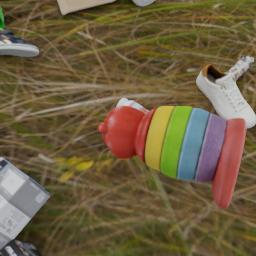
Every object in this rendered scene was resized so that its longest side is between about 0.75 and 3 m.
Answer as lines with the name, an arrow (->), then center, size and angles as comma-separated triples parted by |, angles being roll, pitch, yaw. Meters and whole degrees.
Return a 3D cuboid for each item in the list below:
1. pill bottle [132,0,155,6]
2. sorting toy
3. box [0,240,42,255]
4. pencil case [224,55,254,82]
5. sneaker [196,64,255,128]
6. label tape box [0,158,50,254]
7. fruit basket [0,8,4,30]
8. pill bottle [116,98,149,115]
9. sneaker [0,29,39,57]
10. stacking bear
pill bottle -> 0.109, -5.699, 10.171 | 1.358, 1.358, 2.419 | -31, 67, -14
sorting toy -> -1.804, -5.566, 10.613 | 2.116, 0.421, 2.862 | -19, 69, -4
box -> -2.059, 2.973, 6.027 | 1.121, 1.399, 0.310 | 41, 72, 18
pencil case -> 3.473, -1.832, 8.811 | 1.082, 0.484, 0.421 | -40, 74, -16
sneaker -> 2.887, -0.952, 8.149 | 0.812, 0.944, 2.230 | -35, 71, -17
label tape box -> -3.218, 2.041, 6.328 | 1.809, 0.794, 2.508 | 13, 58, 47
fruit basket -> -5.112, -3.631, 9.327 | 1.806, 1.302, 1.806 | -1, 46, 1
pill bottle -> 0.186, -0.409, 8.079 | 1.051, 0.590, 0.590 | 35, 69, 16
sneaker -> -3.839, -2.771, 9.038 | 1.933, 0.758, 0.767 | 4, 84, 3
stacking bear -> 0.504, 0.176, 3.704 | 1.783, 1.014, 1.083 | 13, 23, 16
